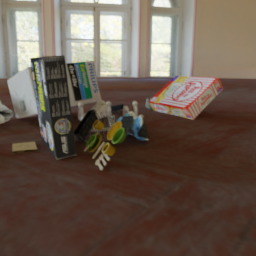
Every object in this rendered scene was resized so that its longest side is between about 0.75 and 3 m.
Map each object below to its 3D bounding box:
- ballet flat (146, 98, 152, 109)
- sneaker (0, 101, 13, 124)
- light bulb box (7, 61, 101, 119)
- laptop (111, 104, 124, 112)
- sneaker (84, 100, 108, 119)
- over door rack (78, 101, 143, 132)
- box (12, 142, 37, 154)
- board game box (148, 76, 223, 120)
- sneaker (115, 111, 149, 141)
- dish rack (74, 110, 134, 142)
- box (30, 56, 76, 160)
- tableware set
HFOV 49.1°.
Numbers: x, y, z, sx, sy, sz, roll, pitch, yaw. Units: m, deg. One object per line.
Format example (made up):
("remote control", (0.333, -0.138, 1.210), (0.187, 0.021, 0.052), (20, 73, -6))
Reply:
("ballet flat", (1.919, -1.280, 14.273), (2.033, 0.648, 0.685), (0, 18, 1))
("sneaker", (-5.118, -0.636, 10.891), (1.273, 1.082, 2.876), (-2, 23, -16))
("light bulb box", (-3.059, -1.555, 11.552), (2.765, 1.725, 2.741), (-16, 8, -36))
("laptop", (-0.534, -0.845, 13.336), (0.736, 0.429, 0.830), (-8, -19, 24))
("sneaker", (-1.363, -0.760, 11.795), (0.662, 0.770, 1.819), (8, 16, 25))
("over door rack", (-0.793, -0.559, 10.494), (2.152, 0.970, 2.913), (-2, 13, -12))
("box", (-2.837, 0.535, 7.666), (0.615, 0.080, 0.752), (-5, 13, -22))
("board game box", (2.558, -1.472, 12.853), (2.099, 0.642, 2.771), (-44, 30, -17))
("sneaker", (0.041, 0.059, 8.777), (0.881, 0.768, 1.959), (-22, 15, -11))
("dish rack", (-0.676, -0.080, 8.303), (1.623, 0.443, 1.245), (-4, 39, 25))
("box", (-2.019, -0.632, 7.390), (0.542, 2.450, 1.963), (-11, 17, -24))
("tableware set", (-0.606, 0.227, 6.693), (0.258, 1.134, 1.683), (36, 3, -25))
